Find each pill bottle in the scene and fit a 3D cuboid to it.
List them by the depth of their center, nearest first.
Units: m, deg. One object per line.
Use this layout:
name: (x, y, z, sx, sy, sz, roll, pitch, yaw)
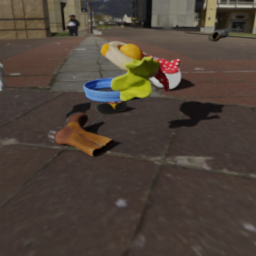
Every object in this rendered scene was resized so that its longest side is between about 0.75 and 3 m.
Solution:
pill bottle: (1.863, -3.234, 16.498, 1.553, 1.553, 2.730, -8, 24, -19)

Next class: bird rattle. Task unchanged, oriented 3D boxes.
bird rattle: (0.419, -2.199, 9.249, 2.349, 1.623, 2.881, 38, 38, 11)

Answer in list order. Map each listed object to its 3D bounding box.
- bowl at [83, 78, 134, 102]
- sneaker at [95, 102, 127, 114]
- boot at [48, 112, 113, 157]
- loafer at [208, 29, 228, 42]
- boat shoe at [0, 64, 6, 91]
bowl: (-0.859, -2.034, 14.912, 2.992, 0.587, 2.992, 0, 23, 0)
sneaker: (-0.790, -0.912, 12.521, 1.417, 0.495, 0.637, -7, 7, -14)
boot: (-1.402, 0.139, 9.643, 2.026, 0.694, 1.907, 14, 26, 28)
loafer: (2.739, -2.891, 8.767, 0.324, 0.326, 0.897, -12, 6, -15)
boat shoe: (-4.613, -2.051, 9.691, 0.568, 0.626, 1.701, -33, 79, -28)
